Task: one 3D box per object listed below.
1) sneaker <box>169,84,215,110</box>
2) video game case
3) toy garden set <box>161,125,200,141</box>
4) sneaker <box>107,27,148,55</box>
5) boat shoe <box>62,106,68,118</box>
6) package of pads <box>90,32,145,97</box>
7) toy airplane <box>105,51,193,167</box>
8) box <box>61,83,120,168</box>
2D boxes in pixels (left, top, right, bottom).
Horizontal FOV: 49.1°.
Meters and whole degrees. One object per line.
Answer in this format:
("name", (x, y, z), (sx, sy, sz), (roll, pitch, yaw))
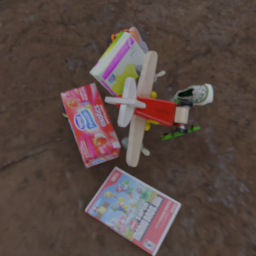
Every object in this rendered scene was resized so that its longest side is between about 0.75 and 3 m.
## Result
("sneaker", (1.879, -1.070, 9.416), (0.907, 2.047, 0.787), (11, 74, -28))
("video game case", (0.166, 2.550, 8.897), (2.502, 0.218, 1.789), (27, 61, 17))
("toy garden set", (1.692, 0.148, 9.566), (1.210, 1.009, 0.241), (-17, 85, -7))
("sneaker", (-0.032, -2.854, 10.751), (1.389, 2.480, 0.962), (-7, 65, 19))
("boat shoe", (-1.849, -0.803, 10.934), (1.480, 0.480, 0.542), (-20, 59, -12))
("package of pads", (-0.222, -2.047, 9.387), (0.615, 1.394, 1.805), (28, 79, 46))
("toy airplane", (0.427, -0.581, 8.744), (2.775, 2.763, 1.958), (-40, 25, -23))
("box", (-1.250, -0.068, 9.310), (1.222, 1.170, 2.451), (-19, 72, -11))
